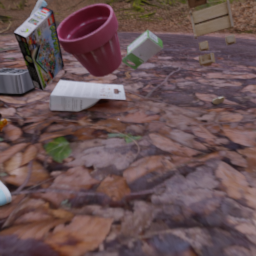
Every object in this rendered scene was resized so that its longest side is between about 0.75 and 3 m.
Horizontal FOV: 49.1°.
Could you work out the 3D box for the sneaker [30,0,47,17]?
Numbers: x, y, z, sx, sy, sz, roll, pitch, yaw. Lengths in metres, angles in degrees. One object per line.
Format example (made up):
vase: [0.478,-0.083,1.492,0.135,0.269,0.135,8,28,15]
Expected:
sneaker: [-3.551,-4.623,11.183,0.402,0.981,0.362,25,9,-43]

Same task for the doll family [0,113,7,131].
doll family: [-4.532,-0.138,9.447,0.861,0.625,1.387,-22,13,-28]

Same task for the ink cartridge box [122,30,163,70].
ink cartridge box: [0.583,-3.511,12.758,0.943,1.817,0.539,25,49,-36]

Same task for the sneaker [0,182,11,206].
sneaker: [-2.985,1.337,6.046,1.105,0.408,0.453,19,25,38]

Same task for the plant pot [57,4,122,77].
plant pot: [-1.212,-3.081,10.367,2.214,1.982,2.214,-14,48,15]

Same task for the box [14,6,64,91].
box: [-2.794,-2.486,9.138,0.428,2.467,1.358,26,63,10]

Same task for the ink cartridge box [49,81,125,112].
ink cartridge box: [-1.693,-1.363,12.147,2.967,0.847,2.411,7,22,-7]

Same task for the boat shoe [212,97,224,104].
boat shoe: [3.868,-1.192,12.138,0.752,0.270,0.244,-20,17,-31]

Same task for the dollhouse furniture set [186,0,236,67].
dollhouse furniture set: [2.938,-3.584,9.885,1.332,2.569,1.137,-11,2,18]

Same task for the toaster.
toaster: [-5.533,-2.204,13.435,1.630,1.070,1.803,4,24,11]
